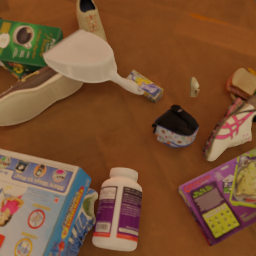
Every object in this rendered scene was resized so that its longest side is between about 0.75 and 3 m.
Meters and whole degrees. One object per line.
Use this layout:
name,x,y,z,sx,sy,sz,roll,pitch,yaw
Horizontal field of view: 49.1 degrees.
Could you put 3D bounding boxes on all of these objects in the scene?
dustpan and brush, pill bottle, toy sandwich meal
dustpan and brush,-0.774,-1.791,8.305,2.866,0.820,2.000,24,49,17
pill bottle,-0.210,1.925,6.707,1.021,1.021,1.816,7,64,3
toy sandwich meal,3.783,-1.234,8.565,1.496,0.512,1.496,0,63,0

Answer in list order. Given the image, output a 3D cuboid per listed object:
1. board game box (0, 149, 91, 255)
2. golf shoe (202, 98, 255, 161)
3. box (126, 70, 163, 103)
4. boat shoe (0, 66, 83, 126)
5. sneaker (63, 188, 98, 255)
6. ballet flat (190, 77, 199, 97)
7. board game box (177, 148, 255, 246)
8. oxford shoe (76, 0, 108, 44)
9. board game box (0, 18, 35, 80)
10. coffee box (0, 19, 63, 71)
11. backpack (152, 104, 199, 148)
board game box,-2.660,2.015,6.286,2.866,0.801,2.806,9,64,21
golf shoe,2.900,0.129,7.727,1.015,0.800,2.203,36,69,16
box,0.515,-1.273,8.626,1.161,0.373,0.407,37,83,16
boat shoe,-2.773,-1.078,8.229,2.934,1.054,0.873,-32,54,-15
sneaker,-1.259,2.327,6.535,0.791,0.778,2.054,-6,62,29
ballet flat,1.922,-1.171,8.050,0.241,0.772,0.260,16,63,19
board game box,2.815,1.666,7.216,2.648,0.428,1.589,-23,70,-11
oxford shoe,-1.265,-3.363,9.305,0.869,0.906,2.455,-19,77,-9
board game box,-3.972,-2.694,9.432,2.588,0.304,1.356,37,67,17
coffee box,-3.354,-2.580,8.809,2.355,0.518,1.448,8,74,1
backpack,1.328,0.052,7.624,1.061,0.858,1.113,26,50,31
